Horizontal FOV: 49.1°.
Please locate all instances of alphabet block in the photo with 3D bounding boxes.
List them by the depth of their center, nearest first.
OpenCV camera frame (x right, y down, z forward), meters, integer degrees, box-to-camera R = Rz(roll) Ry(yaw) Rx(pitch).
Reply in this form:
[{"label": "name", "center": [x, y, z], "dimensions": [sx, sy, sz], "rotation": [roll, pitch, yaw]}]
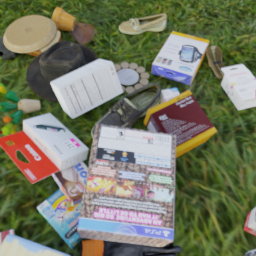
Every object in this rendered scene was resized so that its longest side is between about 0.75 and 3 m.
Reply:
[{"label": "alphabet block", "center": [-1.894, 3.607, 5.629], "dimensions": [1.910, 1.921, 1.956], "rotation": [13, 53, 12]}]

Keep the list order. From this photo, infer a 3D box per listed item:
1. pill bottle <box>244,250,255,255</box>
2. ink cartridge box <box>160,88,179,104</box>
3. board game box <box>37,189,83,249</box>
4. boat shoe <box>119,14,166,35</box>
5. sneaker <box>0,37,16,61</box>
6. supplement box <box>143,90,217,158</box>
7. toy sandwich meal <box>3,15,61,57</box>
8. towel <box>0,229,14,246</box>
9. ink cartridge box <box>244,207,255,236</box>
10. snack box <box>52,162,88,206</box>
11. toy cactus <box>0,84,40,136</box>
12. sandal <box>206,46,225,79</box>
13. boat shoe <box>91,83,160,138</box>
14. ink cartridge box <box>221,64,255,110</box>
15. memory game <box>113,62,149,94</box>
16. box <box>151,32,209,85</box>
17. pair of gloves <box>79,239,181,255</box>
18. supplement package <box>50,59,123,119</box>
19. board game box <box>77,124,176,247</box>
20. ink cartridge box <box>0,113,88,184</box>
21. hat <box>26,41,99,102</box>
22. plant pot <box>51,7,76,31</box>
[{"label": "pill bottle", "center": [3.144, 4.019, 5.624], "dimensions": [1.430, 1.430, 2.692], "rotation": [9, 53, 7]}, {"label": "ink cartridge box", "center": [1.572, -0.853, 9.992], "dimensions": [0.608, 0.592, 0.946], "rotation": [-11, 52, -8]}, {"label": "board game box", "center": [-1.592, 2.342, 7.634], "dimensions": [1.431, 0.336, 1.080], "rotation": [37, 60, 25]}, {"label": "boat shoe", "center": [0.682, -4.912, 13.130], "dimensions": [2.238, 0.704, 0.816], "rotation": [-4, 52, -3]}, {"label": "sneaker", "center": [-5.419, -3.428, 12.098], "dimensions": [0.650, 0.544, 1.431], "rotation": [-34, 57, -17]}, {"label": "supplement box", "center": [1.559, -0.049, 8.735], "dimensions": [1.529, 1.029, 1.550], "rotation": [-26, 74, -14]}, {"label": "toy sandwich meal", "center": [-4.093, -3.889, 12.159], "dimensions": [2.540, 0.870, 2.540], "rotation": [-3, 58, 4]}, {"label": "towel", "center": [-3.394, 3.060, 7.222], "dimensions": [0.921, 0.105, 0.664], "rotation": [-14, 51, -13]}, {"label": "ink cartridge box", "center": [3.617, 2.360, 6.992], "dimensions": [0.912, 1.263, 0.529], "rotation": [25, 55, 14]}, {"label": "snack box", "center": [-1.866, 1.105, 8.291], "dimensions": [0.919, 0.311, 2.558], "rotation": [-23, 50, -30]}, {"label": "toy cactus", "center": [-3.926, -0.618, 9.544], "dimensions": [1.765, 1.094, 2.139], "rotation": [-6, 48, -24]}, {"label": "sandal", "center": [3.615, -2.687, 11.594], "dimensions": [0.659, 0.443, 1.640], "rotation": [-7, 67, -6]}, {"label": "boat shoe", "center": [-0.033, -0.623, 9.524], "dimensions": [2.981, 0.980, 1.065], "rotation": [-36, 66, -24]}, {"label": "ink cartridge box", "center": [4.251, -1.571, 10.564], "dimensions": [1.021, 0.592, 1.753], "rotation": [-12, 54, -9]}, {"label": "memory game", "center": [-0.044, -1.993, 11.152], "dimensions": [1.773, 0.113, 1.773], "rotation": [1, 55, -1]}, {"label": "box", "center": [2.141, -2.851, 11.611], "dimensions": [1.690, 0.589, 2.840], "rotation": [20, 57, 15]}, {"label": "pair of gloves", "center": [0.006, 2.381, 7.599], "dimensions": [2.596, 0.360, 2.914], "rotation": [-2, 52, -2]}, {"label": "supplement package", "center": [-1.437, -1.402, 9.735], "dimensions": [2.033, 1.192, 1.188], "rotation": [-29, 29, -16]}, {"label": "board game box", "center": [0.013, 1.438, 7.049], "dimensions": [2.086, 1.267, 2.617], "rotation": [8, 61, -2]}, {"label": "ink cartridge box", "center": [-2.500, 0.477, 8.141], "dimensions": [2.069, 0.451, 1.796], "rotation": [38, 40, 28]}, {"label": "hat", "center": [-2.490, -2.415, 10.485], "dimensions": [2.916, 1.176, 2.916], "rotation": [0, 66, -1]}, {"label": "plant pot", "center": [-2.985, -4.968, 13.092], "dimensions": [0.920, 1.005, 1.005], "rotation": [18, 52, -7]}]
